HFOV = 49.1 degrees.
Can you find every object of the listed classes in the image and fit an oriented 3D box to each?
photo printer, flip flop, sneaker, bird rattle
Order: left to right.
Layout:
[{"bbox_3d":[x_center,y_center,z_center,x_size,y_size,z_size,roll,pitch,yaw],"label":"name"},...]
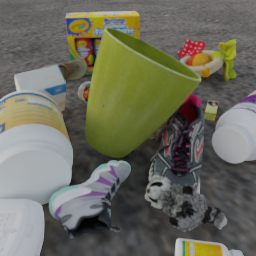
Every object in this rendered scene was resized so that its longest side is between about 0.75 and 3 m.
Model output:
[{"bbox_3d":[-2.558,2.028,4.892,2.062,0.716,1.715,-1,34,-1],"label":"photo printer"},{"bbox_3d":[-2.581,-2.309,11.289,1.926,0.781,0.554,-5,12,0],"label":"flip flop"},{"bbox_3d":[-0.468,1.536,5.710,1.959,0.762,1.370,-30,45,-24],"label":"sneaker"},{"bbox_3d":[1.191,0.442,6.631,1.194,1.106,2.962,9,50,4],"label":"sneaker"},{"bbox_3d":[3.071,-2.898,11.719,2.802,1.578,2.284,27,52,37],"label":"bird rattle"}]

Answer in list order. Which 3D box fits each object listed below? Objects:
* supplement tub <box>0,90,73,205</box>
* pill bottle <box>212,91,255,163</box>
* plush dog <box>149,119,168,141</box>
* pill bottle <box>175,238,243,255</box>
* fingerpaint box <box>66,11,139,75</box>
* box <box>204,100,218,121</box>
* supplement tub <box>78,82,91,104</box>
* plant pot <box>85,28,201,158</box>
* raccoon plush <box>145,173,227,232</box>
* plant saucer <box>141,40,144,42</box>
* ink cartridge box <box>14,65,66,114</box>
[{"bbox_3d":[-2.254,0.380,6.427,1.766,1.766,2.441,-11,35,-16],"label":"supplement tub"},{"bbox_3d":[3.292,-0.057,7.417,1.401,1.401,2.492,28,43,36],"label":"pill bottle"},{"bbox_3d":[1.131,0.033,8.024,0.831,0.777,0.968,45,50,17],"label":"plush dog"},{"bbox_3d":[1.338,2.232,4.703,1.065,0.601,0.601,4,34,7],"label":"pill bottle"},{"bbox_3d":[-1.016,-3.525,11.727,2.881,2.403,1.057,-3,34,-7],"label":"fingerpaint box"},{"bbox_3d":[2.755,-0.596,9.281,0.355,0.237,0.944,11,36,16],"label":"box"},{"bbox_3d":[-1.134,-1.069,9.553,0.711,0.711,1.160,-24,40,-32],"label":"supplement tub"},{"bbox_3d":[0.024,-0.639,6.864,2.459,2.628,2.459,24,22,-11],"label":"plant pot"},{"bbox_3d":[1.032,1.550,5.548,0.782,1.617,1.084,-53,30,-9],"label":"raccoon plush"},{"bbox_3d":[-0.081,-3.714,13.260,1.773,0.284,1.773,-17,1,0],"label":"plant saucer"},{"bbox_3d":[-2.602,-0.845,8.445,1.236,2.127,0.715,-20,70,-23],"label":"ink cartridge box"}]
